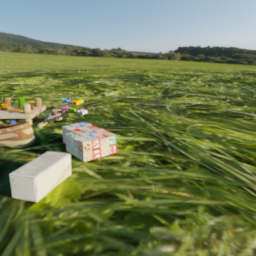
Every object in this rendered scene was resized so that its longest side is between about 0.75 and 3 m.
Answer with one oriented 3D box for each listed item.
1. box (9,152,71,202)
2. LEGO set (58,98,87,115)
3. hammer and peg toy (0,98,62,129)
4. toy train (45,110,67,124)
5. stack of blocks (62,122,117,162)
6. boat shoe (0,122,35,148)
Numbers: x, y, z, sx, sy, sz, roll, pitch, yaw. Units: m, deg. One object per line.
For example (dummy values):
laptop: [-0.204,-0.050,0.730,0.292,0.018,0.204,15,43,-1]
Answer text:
box: [-1.953,1.064,6.426,0.689,0.564,1.450,5,17,18]
LEGO set: [-2.677,-1.143,14.089,1.739,0.663,0.714,12,20,33]
hammer and peg toy: [-4.335,-0.699,11.929,2.722,0.960,2.002,1,16,2]
toy train: [-3.015,-0.505,11.752,0.251,0.338,1.474,-27,5,23]
stack of blocks: [-1.386,0.374,8.808,1.140,0.580,1.979,-13,20,-35]
boat shoe: [-4.263,0.154,9.057,2.387,0.881,0.903,-3,16,-9]
